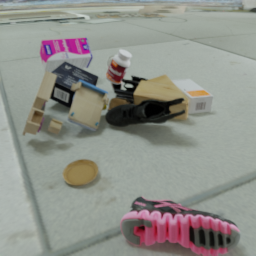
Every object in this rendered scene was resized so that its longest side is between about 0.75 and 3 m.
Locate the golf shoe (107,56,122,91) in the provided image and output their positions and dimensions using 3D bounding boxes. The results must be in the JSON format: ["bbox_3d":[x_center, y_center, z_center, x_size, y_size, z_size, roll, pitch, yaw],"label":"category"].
[{"bbox_3d":[-0.538,-2.481,13.130,0.649,1.788,0.823,-12,39,-4],"label":"golf shoe"}]

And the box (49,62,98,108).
[{"bbox_3d":[-2.480,-1.831,12.204,1.720,1.027,1.749,25,41,4],"label":"box"}]

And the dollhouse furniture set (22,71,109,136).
[{"bbox_3d":[-2.277,-0.355,10.571,2.714,1.771,2.562,21,54,-19],"label":"dollhouse furniture set"}]

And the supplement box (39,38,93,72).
[{"bbox_3d":[-3.188,-3.734,14.363,2.358,1.193,1.219,-14,-12,-25],"label":"supplement box"}]

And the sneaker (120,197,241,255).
[{"bbox_3d":[1.174,2.065,6.373,2.577,1.018,1.229,7,20,9],"label":"sneaker"}]

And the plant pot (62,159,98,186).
[{"bbox_3d":[-1.386,1.321,8.202,1.050,0.144,1.050,-3,35,2],"label":"plant pot"}]

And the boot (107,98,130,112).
[{"bbox_3d":[-0.008,-0.779,11.275,1.742,0.657,0.641,16,11,19],"label":"boot"}]

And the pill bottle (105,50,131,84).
[{"bbox_3d":[-0.399,-2.651,12.175,0.778,1.377,0.778,20,35,-14],"label":"pill bottle"}]

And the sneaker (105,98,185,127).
[{"bbox_3d":[0.512,-0.574,9.967,2.903,0.872,1.514,-2,-9,6],"label":"sneaker"}]

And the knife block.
[{"bbox_3d":[0.774,-1.157,11.631,2.534,0.923,2.886,-21,47,-10],"label":"knife block"}]

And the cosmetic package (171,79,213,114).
[{"bbox_3d":[2.697,-1.441,12.375,1.073,0.754,2.116,-7,31,-16],"label":"cosmetic package"}]
